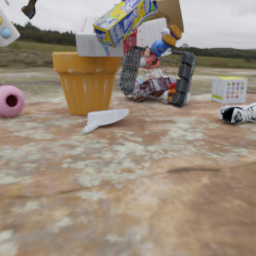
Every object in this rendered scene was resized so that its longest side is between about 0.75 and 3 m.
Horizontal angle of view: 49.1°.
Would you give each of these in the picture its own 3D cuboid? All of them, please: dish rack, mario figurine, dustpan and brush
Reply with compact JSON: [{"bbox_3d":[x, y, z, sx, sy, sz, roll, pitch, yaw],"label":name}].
[{"bbox_3d":[0.690,-1.403,7.362,1.888,1.448,0.515,15,3,26],"label":"dish rack"},{"bbox_3d":[0.812,-2.650,9.234,1.198,1.029,1.941,-12,-10,-31],"label":"mario figurine"},{"bbox_3d":[-1.010,-0.242,9.728,1.495,0.613,2.142,-4,6,25],"label":"dustpan and brush"}]

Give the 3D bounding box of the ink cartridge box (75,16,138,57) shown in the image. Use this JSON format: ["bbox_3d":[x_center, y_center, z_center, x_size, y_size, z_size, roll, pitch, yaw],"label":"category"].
[{"bbox_3d":[-0.677,-3.187,9.725,2.044,0.875,1.508,2,44,0],"label":"ink cartridge box"}]

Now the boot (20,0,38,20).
[{"bbox_3d":[-3.110,-3.974,9.234,0.898,0.435,0.336,-30,11,27],"label":"boot"}]

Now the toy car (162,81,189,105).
[{"bbox_3d":[2.427,-1.786,14.162,1.315,1.127,1.503,3,15,14],"label":"toy car"}]

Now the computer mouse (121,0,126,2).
[{"bbox_3d":[-0.090,-3.108,6.013,0.265,0.808,1.151,-3,16,-30],"label":"computer mouse"}]

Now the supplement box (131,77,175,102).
[{"bbox_3d":[1.418,-2.108,15.136,1.365,0.764,2.509,-24,-5,43],"label":"supplement box"}]

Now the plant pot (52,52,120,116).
[{"bbox_3d":[-1.714,-1.911,11.922,2.748,2.516,2.748,0,16,0],"label":"plant pot"}]

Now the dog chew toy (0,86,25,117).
[{"bbox_3d":[-5.056,-1.061,11.463,1.249,1.249,2.005,-13,11,-39],"label":"dog chew toy"}]

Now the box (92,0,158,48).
[{"bbox_3d":[-0.052,-3.373,8.517,0.738,0.677,2.105,31,66,33],"label":"box"}]

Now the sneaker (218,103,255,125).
[{"bbox_3d":[4.123,-0.460,9.994,1.825,0.728,1.187,7,18,26],"label":"sneaker"}]

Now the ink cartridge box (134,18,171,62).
[{"bbox_3d":[0.778,-3.437,11.096,1.768,1.423,0.443,-19,19,-17],"label":"ink cartridge box"}]

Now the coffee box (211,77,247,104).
[{"bbox_3d":[5.249,-1.993,14.649,1.274,1.262,1.276,-3,15,-9],"label":"coffee box"}]

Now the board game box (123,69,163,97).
[{"bbox_3d":[0.770,-2.457,15.582,2.337,0.400,1.571,-22,-4,5],"label":"board game box"}]

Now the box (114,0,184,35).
[{"bbox_3d":[0.970,-4.720,12.135,2.683,0.285,2.193,0,-18,18],"label":"box"}]

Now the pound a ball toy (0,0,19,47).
[{"bbox_3d":[-3.945,-3.525,8.434,1.169,1.793,0.762,-41,48,-14],"label":"pound a ball toy"}]
